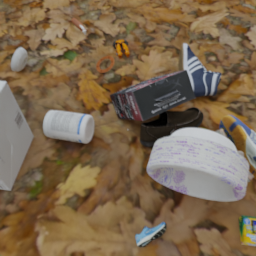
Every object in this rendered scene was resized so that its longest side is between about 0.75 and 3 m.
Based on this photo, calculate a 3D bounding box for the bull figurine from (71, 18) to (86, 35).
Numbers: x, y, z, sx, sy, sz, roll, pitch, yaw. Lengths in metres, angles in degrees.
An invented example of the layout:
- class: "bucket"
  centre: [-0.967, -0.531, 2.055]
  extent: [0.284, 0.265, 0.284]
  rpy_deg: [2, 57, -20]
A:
- class: "bull figurine"
  centre: [-2.336, -4.906, 13.529]
  extent: [0.314, 0.586, 0.966]
  rpy_deg: [-44, 101, 3]

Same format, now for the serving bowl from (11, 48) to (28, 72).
- class: "serving bowl"
  centre: [-4.526, -2.838, 11.828]
  extent: [0.342, 1.040, 1.040]
  rpy_deg: [23, 56, -2]

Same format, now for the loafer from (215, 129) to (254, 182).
- class: "loafer"
  centre: [3.351, 0.806, 8.944]
  extent: [0.614, 0.702, 1.953]
  rpy_deg: [-39, 55, 6]

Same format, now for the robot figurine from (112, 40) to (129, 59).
- class: "robot figurine"
  centre: [-0.304, -3.630, 12.796]
  extent: [0.749, 0.301, 1.034]
  rpy_deg: [-11, 56, -6]

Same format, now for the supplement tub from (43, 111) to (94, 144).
- class: "supplement tub"
  centre: [-2.021, -0.045, 9.670]
  extent: [1.518, 1.001, 1.001]
  rpy_deg: [9, 54, 13]

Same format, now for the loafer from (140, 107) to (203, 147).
- class: "loafer"
  centre: [1.530, -0.187, 9.745]
  extent: [2.535, 0.904, 0.925]
  rpy_deg: [-25, 31, -17]

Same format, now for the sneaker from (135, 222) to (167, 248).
- class: "sneaker"
  centre: [0.611, 2.879, 7.790]
  extent: [0.986, 0.387, 0.444]
  rpy_deg: [-30, 48, -3]

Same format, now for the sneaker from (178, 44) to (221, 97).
- class: "sneaker"
  centre: [2.900, -2.345, 11.437]
  extent: [1.479, 0.955, 2.726]
  rpy_deg: [0, 58, 1]

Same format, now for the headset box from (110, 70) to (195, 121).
- class: "headset box"
  centre: [0.773, -1.070, 9.507]
  extent: [2.013, 2.709, 1.016]
  rpy_deg: [-24, 101, -18]

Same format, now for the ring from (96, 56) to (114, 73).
- class: "ring"
  centre: [-1.003, -2.766, 12.096]
  extent: [0.885, 0.085, 0.885]
  rpy_deg: [-11, 62, 21]

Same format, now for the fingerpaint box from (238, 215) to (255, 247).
- class: "fingerpaint box"
  centre: [3.686, 2.959, 7.970]
  extent: [0.910, 0.334, 0.759]
  rpy_deg: [7, 54, 5]

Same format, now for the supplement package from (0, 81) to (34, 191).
- class: "supplement package"
  centre: [-4.298, 0.245, 8.423]
  extent: [1.545, 2.787, 2.170]
  rpy_deg: [7, 54, 5]

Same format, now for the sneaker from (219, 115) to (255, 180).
- class: "sneaker"
  centre: [4.199, 0.639, 9.416]
  extent: [1.197, 1.023, 2.717]
  rpy_deg: [-15, 59, -27]

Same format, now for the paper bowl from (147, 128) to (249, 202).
- class: "paper bowl"
  centre: [1.944, 0.965, 7.780]
  extent: [2.641, 2.641, 1.374]
  rpy_deg: [16, 67, 11]
